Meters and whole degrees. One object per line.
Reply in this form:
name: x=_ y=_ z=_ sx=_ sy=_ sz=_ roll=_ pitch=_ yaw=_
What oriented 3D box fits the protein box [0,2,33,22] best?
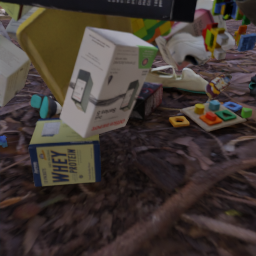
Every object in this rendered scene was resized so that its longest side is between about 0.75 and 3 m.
protein box: x=-2.487 y=-3.022 z=5.944 sx=0.708 sy=1.042 sz=1.050 roll=-49 pitch=20 yaw=-14

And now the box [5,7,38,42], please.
box: x=-2.036 y=-3.580 z=8.577 sx=1.826 sy=2.855 sz=1.556 roll=21 pitch=-9 yaw=34

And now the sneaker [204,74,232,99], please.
sneaker: x=2.028 y=-0.975 z=6.263 sx=0.411 sy=0.342 sz=0.912 roll=-33 pitch=9 yaw=44

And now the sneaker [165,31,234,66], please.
sneaker: x=2.267 y=-2.373 z=8.615 sx=2.237 sy=0.974 sz=0.833 roll=-11 pitch=-16 yaw=-12

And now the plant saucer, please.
plant saucer: x=-0.990 y=-1.890 z=5.799 sx=0.619 sy=2.553 sz=2.553 roll=32 pitch=72 yaw=22

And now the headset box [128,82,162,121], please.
headset box: x=0.245 y=-1.054 z=9.644 sx=1.473 sy=0.743 sz=1.982 roll=11 pitch=28 yaw=22

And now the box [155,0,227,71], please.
box: x=2.085 y=-3.178 z=9.479 sx=2.099 sy=1.342 sz=1.144 roll=-34 pitch=39 yaw=0

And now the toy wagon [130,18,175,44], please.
toy wagon: x=0.253 y=-2.812 z=7.601 sx=2.544 sy=1.974 sz=0.503 roll=-34 pitch=64 yaw=3

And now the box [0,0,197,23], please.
box: x=-0.176 y=-1.931 z=3.340 sx=1.955 sy=1.118 sz=2.147 roll=13 pitch=23 yaw=14

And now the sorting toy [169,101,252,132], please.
sorting toy: x=2.635 y=-0.483 z=8.803 sx=2.768 sy=0.377 sz=1.558 roll=-14 pitch=32 yaw=-22

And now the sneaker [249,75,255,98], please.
sneaker: x=2.260 y=-0.834 z=4.707 sx=0.406 sy=0.386 sz=1.024 roll=5 pitch=42 yaw=19

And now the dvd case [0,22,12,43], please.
dvd case: x=-3.519 y=-2.519 z=7.479 sx=0.135 sy=1.685 sz=1.253 roll=-26 pitch=14 yaw=8

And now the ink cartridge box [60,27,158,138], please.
ink cartridge box: x=-0.376 y=-0.825 z=5.270 sx=0.757 sy=1.801 sz=1.310 roll=37 pitch=30 yaw=25

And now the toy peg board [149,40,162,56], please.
toy peg board: x=1.309 y=-3.299 z=10.375 sx=1.213 sy=1.208 sz=0.593 roll=18 pitch=13 yaw=9

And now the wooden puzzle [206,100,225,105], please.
wooden puzzle: x=3.048 y=-0.752 z=9.790 sx=0.708 sy=0.084 sz=1.194 roll=13 pitch=29 yaw=25

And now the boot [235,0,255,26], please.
boot: x=2.878 y=-2.468 z=5.237 sx=1.721 sy=1.565 sz=0.625 roll=30 pitch=21 yaw=-44

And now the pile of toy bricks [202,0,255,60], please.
pile of toy bricks: x=2.253 y=-2.730 z=5.871 sx=1.280 sy=2.307 sz=1.139 roll=-12 pitch=46 yaw=-9

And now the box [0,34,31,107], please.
box: x=-2.952 y=-1.345 z=6.132 sx=1.242 sy=1.235 sz=0.812 roll=36 pitch=54 yaw=-8

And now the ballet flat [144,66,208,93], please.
ballet flat: x=2.004 y=-2.019 z=11.385 sx=2.916 sy=1.013 sz=1.013 roll=8 pitch=27 yaw=15

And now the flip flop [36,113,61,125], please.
flip flop: x=-1.920 y=-0.220 z=8.277 sx=1.563 sy=0.450 sz=0.634 roll=-7 pitch=27 yaw=-14

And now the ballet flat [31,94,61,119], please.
ballet flat: x=-2.543 y=-0.696 z=8.984 sx=0.751 sy=0.751 sz=2.056 roll=-14 pitch=22 yaw=-27

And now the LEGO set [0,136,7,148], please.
LEGO set: x=-3.595 y=0.177 z=7.388 sx=1.269 sy=0.521 sz=0.484 roll=24 pitch=34 yaw=39

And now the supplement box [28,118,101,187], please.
supplement box: x=-1.351 y=0.467 z=6.294 sx=1.411 sy=0.947 sz=1.409 roll=-3 pitch=26 yaw=-7
